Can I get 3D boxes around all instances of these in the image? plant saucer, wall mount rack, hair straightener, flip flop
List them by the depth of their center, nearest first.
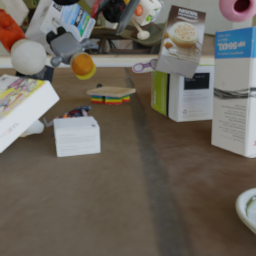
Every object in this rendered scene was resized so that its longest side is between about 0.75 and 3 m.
[{"bbox_3d":[2.160,1.260,3.625,1.468,0.368,1.468,-1,16,0],"label":"plant saucer"},{"bbox_3d":[0.431,-2.259,4.139,0.898,2.334,0.477,36,-15,-8],"label":"hair straightener"},{"bbox_3d":[0.822,-4.427,10.426,0.865,0.371,0.995,14,62,19],"label":"wall mount rack"},{"bbox_3d":[0.531,-4.039,11.244,2.742,1.112,0.789,27,-12,35],"label":"flip flop"}]

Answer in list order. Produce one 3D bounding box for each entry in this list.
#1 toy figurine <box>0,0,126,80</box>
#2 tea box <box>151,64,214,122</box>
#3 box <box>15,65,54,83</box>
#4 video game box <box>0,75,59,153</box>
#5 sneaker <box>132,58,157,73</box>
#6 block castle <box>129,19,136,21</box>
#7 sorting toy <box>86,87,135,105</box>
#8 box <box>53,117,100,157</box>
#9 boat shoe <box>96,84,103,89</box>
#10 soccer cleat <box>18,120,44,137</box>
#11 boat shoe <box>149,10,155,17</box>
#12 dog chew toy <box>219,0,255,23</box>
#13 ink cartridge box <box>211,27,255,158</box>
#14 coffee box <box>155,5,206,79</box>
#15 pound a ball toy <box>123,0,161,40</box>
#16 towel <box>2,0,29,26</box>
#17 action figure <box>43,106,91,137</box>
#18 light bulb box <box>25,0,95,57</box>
[{"bbox_3d":[-1.544,-2.565,6.627,1.913,2.750,2.707,48,25,23],"label":"toy figurine"},{"bbox_3d":[2.515,-1.430,10.419,2.675,1.787,2.631,-4,16,-14],"label":"tea box"},{"bbox_3d":[-3.203,-1.911,9.593,0.940,0.592,0.956,8,1,-42],"label":"box"},{"bbox_3d":[-3.084,-0.190,6.213,2.266,0.582,2.487,14,54,45],"label":"video game box"},{"bbox_3d":[0.564,-1.775,7.991,0.940,0.352,0.468,-7,9,-4],"label":"sneaker"},{"bbox_3d":[0.171,-4.348,9.965,0.439,0.935,0.625,-4,-25,-5],"label":"block castle"},{"bbox_3d":[-0.745,-1.445,12.711,1.639,0.574,1.649,8,18,25],"label":"sorting toy"},{"bbox_3d":[-1.270,0.180,6.850,1.021,0.667,1.015,-4,17,-15],"label":"box"},{"bbox_3d":[-1.521,-2.103,15.256,0.535,0.441,1.559,-4,16,-13],"label":"boat shoe"},{"bbox_3d":[-3.287,-0.151,7.981,0.997,0.891,2.571,24,-8,-38],"label":"soccer cleat"},{"bbox_3d":[0.243,-3.878,8.796,1.467,0.527,0.437,16,-26,-40],"label":"boat shoe"},{"bbox_3d":[3.162,-3.799,8.098,1.120,1.120,1.798,3,40,9],"label":"dog chew toy"},{"bbox_3d":[3.177,-0.914,6.807,2.054,2.814,1.186,-8,16,-28],"label":"ink cartridge box"},{"bbox_3d":[1.443,-2.366,7.647,1.037,1.814,0.723,13,-26,0],"label":"coffee box"},{"bbox_3d":[0.116,-3.161,7.349,0.648,1.526,0.995,-37,-4,-43],"label":"pound a ball toy"},{"bbox_3d":[-3.183,-3.436,7.864,0.614,0.926,0.160,-36,-2,40],"label":"towel"},{"bbox_3d":[-1.768,-0.137,8.408,1.437,0.777,1.485,-5,-11,-41],"label":"action figure"},{"bbox_3d":[-2.175,-3.249,9.135,1.017,1.615,1.630,4,-19,43],"label":"light bulb box"}]
